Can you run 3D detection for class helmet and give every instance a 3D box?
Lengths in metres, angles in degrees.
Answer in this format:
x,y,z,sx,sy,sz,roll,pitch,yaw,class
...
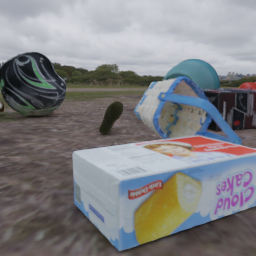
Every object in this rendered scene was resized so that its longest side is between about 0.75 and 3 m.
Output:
x,y,z,sx,sy,sz,roll,pitch,yaw,class
-3.237,-1.367,9.635,2.052,1.956,2.052,-31,-5,-3,helmet

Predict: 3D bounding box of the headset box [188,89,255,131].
x,y,z,sx,sy,sz,roll,pitch,yaw,class
3.020,-0.613,8.062,2.623,0.984,1.949,-4,11,-22,headset box

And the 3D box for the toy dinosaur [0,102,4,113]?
x,y,z,sx,sy,sz,roll,pitch,yaw,class
-5.978,-0.760,10.229,2.983,0.901,1.584,9,-13,20,toy dinosaur

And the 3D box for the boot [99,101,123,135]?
x,y,z,sx,sy,sz,roll,pitch,yaw,class
-0.415,-0.311,6.829,0.339,0.899,1.026,33,11,-6,boot

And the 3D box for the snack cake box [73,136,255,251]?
x,y,z,sx,sy,sz,roll,pitch,yaw,class
0.411,0.490,2.769,1.685,0.566,0.969,-5,10,-30,snack cake box

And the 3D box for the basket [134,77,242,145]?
x,y,z,sx,sy,sz,roll,pitch,yaw,class
0.717,-0.144,3.459,1.154,0.803,1.018,28,-9,48,basket

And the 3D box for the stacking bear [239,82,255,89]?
x,y,z,sx,sy,sz,roll,pitch,yaw,class
5.456,-1.337,10.921,2.856,1.734,1.624,-12,52,-20,stacking bear

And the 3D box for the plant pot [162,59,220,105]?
x,y,z,sx,sy,sz,roll,pitch,yaw,class
2.151,-1.444,10.421,2.082,2.082,1.956,5,18,28,plant pot
